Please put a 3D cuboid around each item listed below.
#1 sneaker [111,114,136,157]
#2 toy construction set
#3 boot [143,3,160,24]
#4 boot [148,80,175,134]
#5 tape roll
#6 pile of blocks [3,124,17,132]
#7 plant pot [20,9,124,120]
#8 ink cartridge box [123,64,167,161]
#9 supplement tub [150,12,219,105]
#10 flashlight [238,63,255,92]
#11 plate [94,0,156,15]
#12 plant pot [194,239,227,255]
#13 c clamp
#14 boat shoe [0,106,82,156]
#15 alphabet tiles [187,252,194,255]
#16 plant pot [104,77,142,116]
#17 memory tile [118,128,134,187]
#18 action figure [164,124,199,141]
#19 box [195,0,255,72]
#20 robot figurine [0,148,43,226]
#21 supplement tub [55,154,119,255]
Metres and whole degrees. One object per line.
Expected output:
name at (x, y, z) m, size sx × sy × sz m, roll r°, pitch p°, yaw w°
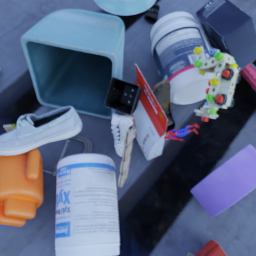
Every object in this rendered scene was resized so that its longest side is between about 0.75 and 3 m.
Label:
sneaker at (-0.092, 0.264, 8.149) m, size 0.664 × 1.639 × 0.616 m, roll -2°, pitch 48°, yaw 4°
toy construction set at (2.231, -1.120, 7.417) m, size 0.945 × 1.346 × 2.052 m, roll -8°, pitch 105°, yaw -37°
boot at (0.682, -4.551, 10.978) m, size 1.113 × 0.419 × 0.832 m, roll 13°, pitch 67°, yaw 5°
boot at (1.088, -0.562, 8.056) m, size 0.794 × 2.125 × 1.030 m, roll -29°, pitch 75°, yaw -5°
tape roll at (2.716, 1.405, 7.418) m, size 2.038 × 2.038 × 0.866 m, roll -32°, pitch 69°, yaw -13°
pile of blocks at (-2.937, 0.044, 7.983) m, size 1.107 × 0.454 × 0.344 m, roll -6°, pitch 92°, yaw -13°
plant pot at (-1.309, -2.297, 8.890) m, size 2.619 × 2.626 × 2.675 m, roll 13°, pitch 53°, yaw 6°
ink cartridge box at (0.396, -0.329, 7.948) m, size 0.593 × 2.364 × 1.917 m, roll -23°, pitch 65°, yaw -6°
supplement tub at (1.810, -2.245, 9.174) m, size 1.815 × 1.815 × 2.587 m, roll -11°, pitch 66°, yaw -5°
flashlight at (4.139, -1.570, 9.324) m, size 0.932 × 0.929 × 2.743 m, roll -35°, pitch 65°, yaw 9°
plate at (-0.091, -3.832, 7.657) m, size 1.843 × 0.236 × 1.843 m, roll 0°, pitch 64°, yaw -1°
plant pot at (1.977, 3.793, 6.630) m, size 1.399 × 1.586 × 1.588 m, roll -34°, pitch 69°, yaw -1°
c clamp at (-1.841, 0.863, 8.596) m, size 1.277 × 0.202 × 1.495 m, roll 23°, pitch 71°, yaw 2°
boat shoe at (-2.417, -0.012, 7.252) m, size 2.361 × 0.841 × 0.824 m, roll -17°, pitch 34°, yaw -3°
alphabet tiles at (2.355, 4.404, 7.155) m, size 2.400 × 0.076 × 1.997 m, roll 29°, pitch 69°, yaw 12°
plant pot at (-0.049, -0.858, 7.657) m, size 0.817 × 0.727 × 0.819 m, roll 21°, pitch 102°, yaw 18°
memory tile at (-0.048, 0.718, 7.018) m, size 0.117 × 1.066 × 1.391 m, roll 10°, pitch 99°, yaw 7°
action figure at (1.260, 0.149, 6.809) m, size 0.949 × 0.245 × 0.310 m, roll -16°, pitch 40°, yaw 39°
box at (3.159, -2.937, 8.790) m, size 0.925 × 1.777 × 1.618 m, roll -37°, pitch 53°, yaw 14°
robot figurine at (-3.068, 1.398, 7.664) m, size 1.405 × 1.733 × 2.409 m, roll -4°, pitch 51°, yaw -14°
supplement tub at (-1.076, 2.059, 7.351) m, size 1.624 × 1.624 × 2.462 m, roll -4°, pitch 66°, yaw -2°
